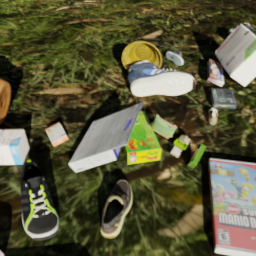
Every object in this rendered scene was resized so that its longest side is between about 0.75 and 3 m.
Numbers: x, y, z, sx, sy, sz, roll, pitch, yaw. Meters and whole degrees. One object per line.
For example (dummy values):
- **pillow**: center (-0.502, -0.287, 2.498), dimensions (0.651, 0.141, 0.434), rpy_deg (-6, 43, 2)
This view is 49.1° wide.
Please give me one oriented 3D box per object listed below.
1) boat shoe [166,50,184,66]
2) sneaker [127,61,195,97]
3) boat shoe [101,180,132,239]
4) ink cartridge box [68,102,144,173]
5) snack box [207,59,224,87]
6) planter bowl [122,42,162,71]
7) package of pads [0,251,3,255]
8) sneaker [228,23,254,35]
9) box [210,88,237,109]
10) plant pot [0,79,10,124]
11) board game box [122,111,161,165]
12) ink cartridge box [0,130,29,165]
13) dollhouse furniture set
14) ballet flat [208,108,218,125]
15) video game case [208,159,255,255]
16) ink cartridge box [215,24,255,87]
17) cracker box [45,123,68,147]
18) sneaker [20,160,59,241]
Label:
- **boat shoe**: center (2.601, -3.695, 14.553), dimensions (0.644, 0.502, 1.419), rpy_deg (-20, 40, -17)
- **sneaker**: center (1.356, -2.377, 12.292), dimensions (2.782, 1.121, 2.037), rpy_deg (-6, 45, 2)
- **boat shoe**: center (-0.265, 1.961, 7.233), dimensions (0.635, 0.562, 1.735), rpy_deg (7, 38, 8)
- **ink cartridge box**: center (-0.552, 0.268, 8.639), dimensions (2.197, 0.476, 2.157), rpy_deg (-19, 29, 30)
- **snack box**: center (4.118, -2.632, 13.249), dimensions (0.709, 0.240, 1.973), rpy_deg (24, 39, -3)
- **planter bowl**: center (0.673, -3.310, 12.937), dimensions (1.826, 1.826, 0.760), rpy_deg (6, 45, 8)
- **package of pads**: center (-3.394, 3.237, 5.482), dimensions (1.118, 0.702, 1.855), rpy_deg (7, 38, 4)
- **sneaker**: center (6.774, -5.348, 16.074), dimensions (1.029, 1.016, 2.591), rpy_deg (-32, 37, 12)
- **box**: center (3.913, -1.216, 11.544), dimensions (0.905, 0.293, 1.148), rpy_deg (4, 38, 6)
- **plant pot**: center (-5.255, -1.025, 9.895), dimensions (1.656, 2.365, 2.365), rpy_deg (13, 37, -9)
- **board game box**: center (0.289, 0.263, 9.469), dimensions (1.078, 0.505, 2.122), rpy_deg (-7, 38, -9)
- **ink cartridge box**: center (-3.916, 0.609, 8.775), dimensions (1.281, 0.802, 0.823), rpy_deg (-1, 38, -2)
- **dollhouse furniture set**: center (1.399, 0.452, 8.686), dimensions (1.839, 0.919, 0.710), rpy_deg (32, 73, 8)
- **ballet flat**: center (3.247, -0.525, 10.615), dimensions (0.371, 0.344, 1.053), rpy_deg (10, 39, 7)
- **video game case**: center (3.273, 2.026, 7.402), dimensions (2.119, 0.259, 2.964), rpy_deg (6, 38, 8)
- **ink cartridge box**: center (5.282, -3.387, 12.916), dimensions (1.050, 1.818, 2.499), rpy_deg (27, 32, -22)
- **cracker box**: center (-2.464, 0.225, 9.657), dimensions (0.553, 0.238, 0.825), rpy_deg (-28, 43, -12)
- **sneaker**: center (-2.422, 1.744, 7.175), dimensions (0.843, 0.974, 2.352), rpy_deg (-17, 41, -20)
